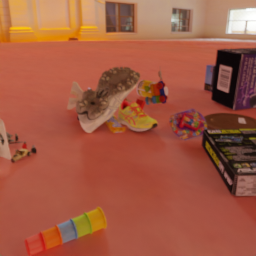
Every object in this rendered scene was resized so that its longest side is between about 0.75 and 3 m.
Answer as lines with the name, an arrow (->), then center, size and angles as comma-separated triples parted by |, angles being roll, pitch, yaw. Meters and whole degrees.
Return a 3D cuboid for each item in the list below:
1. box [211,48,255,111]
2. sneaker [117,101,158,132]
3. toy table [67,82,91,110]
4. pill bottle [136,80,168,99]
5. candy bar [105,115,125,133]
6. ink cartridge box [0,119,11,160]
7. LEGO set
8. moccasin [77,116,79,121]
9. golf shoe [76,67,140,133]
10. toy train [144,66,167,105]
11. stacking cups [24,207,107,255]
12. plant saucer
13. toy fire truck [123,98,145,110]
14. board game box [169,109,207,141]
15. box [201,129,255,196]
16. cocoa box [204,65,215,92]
box -> 5.179, -2.097, 11.505 | 2.988, 2.211, 1.559 | -8, 24, -18
sneaker -> 0.230, -0.418, 9.085 | 0.713, 0.823, 1.823 | -16, 25, -37
toy table -> -1.885, -1.164, 10.825 | 0.747, 1.173, 1.276 | 13, 19, -13
pill bottle -> 1.076, -1.669, 12.430 | 1.331, 0.748, 0.748 | 21, 29, 39
candy bar -> -0.548, -0.243, 9.498 | 0.501, 0.223, 2.009 | -2, 20, -16
ink cartridge box -> -3.782, 0.311, 6.314 | 1.992, 1.280, 1.247 | -7, 37, -20
LEGO set -> -3.399, 0.317, 7.602 | 2.022, 0.573, 1.313 | 6, 22, 15
moccasin -> -1.347, -0.733, 9.941 | 0.665, 0.784, 1.949 | 11, 20, -2
golf shoe -> -0.649, -0.943, 9.001 | 1.069, 1.327, 2.730 | 35, 56, 16
toy train -> 0.982, -1.596, 10.803 | 0.822, 1.421, 0.601 | -9, 8, 20
stacking cups -> -0.977, 1.692, 4.490 | 1.265, 0.383, 0.383 | -17, 27, -27
plant saucer -> 3.292, -0.063, 8.950 | 2.168, 0.319, 2.168 | 0, 21, 0
toy fire truck -> -0.200, -1.090, 10.285 | 1.449, 0.353, 1.022 | 23, 4, 33
board game box -> 1.845, -0.163, 8.420 | 1.176, 0.229, 0.929 | -17, 66, -15
box -> 3.292, 0.690, 6.664 | 2.503, 0.595, 2.417 | -1, 20, -1
cocoa box -> 4.303, -2.406, 13.597 | 0.838, 1.257, 0.825 | -12, 23, -30
